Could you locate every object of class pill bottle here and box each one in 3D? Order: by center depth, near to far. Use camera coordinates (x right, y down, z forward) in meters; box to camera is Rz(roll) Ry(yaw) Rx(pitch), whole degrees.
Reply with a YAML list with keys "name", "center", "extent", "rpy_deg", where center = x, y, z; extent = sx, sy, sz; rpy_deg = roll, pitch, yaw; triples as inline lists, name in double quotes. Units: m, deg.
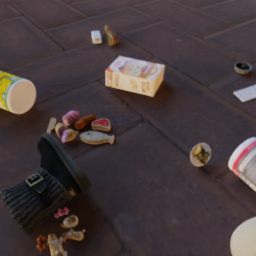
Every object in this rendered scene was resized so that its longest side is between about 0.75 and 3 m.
- name: "pill bottle"
  center: [4.372, 1.497, 8.421]
  extent: [1.335, 1.335, 2.412]
  rpy_deg: [-23, 47, -23]
- name: "pill bottle"
  center: [-5.306, -1.604, 11.649]
  extent: [2.571, 1.450, 1.450]
  rpy_deg: [20, 47, 19]

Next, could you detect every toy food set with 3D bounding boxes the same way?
- name: "toy food set"
  center: [-1.816, -0.094, 10.771]
  extent: [2.580, 0.406, 1.640]
  rpy_deg: [0, 43, -1]

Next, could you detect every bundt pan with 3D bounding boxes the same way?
- name: "bundt pan"
  center: [5.683, -2.945, 13.930]
  extent: [0.807, 0.303, 0.807]
  rpy_deg: [-1, 43, 1]

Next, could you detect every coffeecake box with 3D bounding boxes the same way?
- name: "coffeecake box"
  center: [0.330, -2.399, 12.807]
  extent: [2.260, 0.826, 1.735]
  rpy_deg: [15, 39, 14]

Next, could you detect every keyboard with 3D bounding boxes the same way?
- name: "keyboard"
  center: [5.907, -1.698, 12.728]
  extent: [2.354, 0.126, 0.663]
  rpy_deg: [-19, 46, -18]

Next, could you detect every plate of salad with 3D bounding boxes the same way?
- name: "plate of salad"
  center: [2.469, 0.919, 9.440]
  extent: [0.831, 0.831, 0.200]
  rpy_deg: [-17, 19, -17]

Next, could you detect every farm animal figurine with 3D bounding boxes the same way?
- name: "farm animal figurine"
  center: [-1.795, 2.910, 7.508]
  extent: [1.032, 0.643, 1.278]
  rpy_deg: [34, 47, 8]

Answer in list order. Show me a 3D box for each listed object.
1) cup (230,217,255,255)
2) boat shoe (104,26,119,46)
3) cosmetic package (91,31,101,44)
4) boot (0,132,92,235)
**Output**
- name: "cup"
  center: [3.566, 2.888, 7.054]
  extent: [1.655, 1.184, 1.655]
  rpy_deg: [0, 43, 0]
- name: "boat shoe"
  center: [-0.982, -5.391, 16.354]
  extent: [0.595, 0.635, 1.763]
  rpy_deg: [-8, 48, -18]
- name: "cosmetic package"
  center: [-1.866, -5.335, 16.459]
  extent: [0.480, 0.350, 0.944]
  rpy_deg: [-7, 42, -8]
- name: "boot"
  center: [-2.762, 1.503, 8.564]
  extent: [2.296, 1.156, 3.072]
  rpy_deg: [-35, 40, -16]
